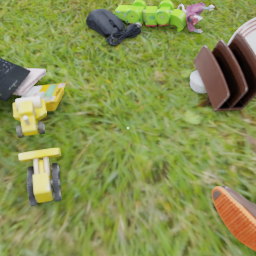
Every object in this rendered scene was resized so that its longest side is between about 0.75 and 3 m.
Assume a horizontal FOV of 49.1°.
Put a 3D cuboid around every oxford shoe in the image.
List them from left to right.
[{"bbox_3d":[2.585,1.861,5.219,0.834,0.816,2.288,-35,68,-26],"label":"oxford shoe"}]

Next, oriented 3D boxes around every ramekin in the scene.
[{"bbox_3d":[2.235,-1.375,8.461,0.770,0.359,0.770,0,48,0],"label":"ramekin"}]

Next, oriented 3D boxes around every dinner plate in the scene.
[{"bbox_3d":[3.856,-2.146,7.953,0.257,2.120,2.120,8,30,-52],"label":"dinner plate"}]

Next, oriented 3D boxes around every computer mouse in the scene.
[{"bbox_3d":[-0.739,-4.068,10.750,1.589,0.605,2.295,-36,57,-27],"label":"computer mouse"}]

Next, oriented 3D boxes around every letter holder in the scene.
[{"bbox_3d":[2.721,-1.574,7.609,0.919,1.299,1.827,-5,61,-18],"label":"letter holder"}]

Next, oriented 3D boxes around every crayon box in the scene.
[{"bbox_3d":[-2.342,-0.825,7.785,1.274,0.329,0.801,-4,46,19],"label":"crayon box"}]

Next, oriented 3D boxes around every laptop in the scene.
[{"bbox_3d":[-3.618,-1.792,7.213,1.841,0.951,1.632,22,39,-8],"label":"laptop"}]

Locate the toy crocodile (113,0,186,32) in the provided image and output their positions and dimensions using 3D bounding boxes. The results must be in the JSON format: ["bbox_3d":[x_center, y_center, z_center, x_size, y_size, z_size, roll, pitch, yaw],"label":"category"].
[{"bbox_3d":[0.829,-4.380,10.959,2.900,0.895,0.979,9,49,14],"label":"toy crocodile"}]

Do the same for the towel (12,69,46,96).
[{"bbox_3d":[-3.224,-1.392,8.393,1.254,0.202,1.197,9,46,32],"label":"towel"}]

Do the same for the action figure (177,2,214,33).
[{"bbox_3d":[2.407,-4.278,10.475,1.240,1.116,1.665,23,34,0],"label":"action figure"}]

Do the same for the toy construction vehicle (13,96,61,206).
[{"bbox_3d":[-2.651,0.350,5.992,2.281,0.923,2.620,-5,65,-9],"label":"toy construction vehicle"}]
